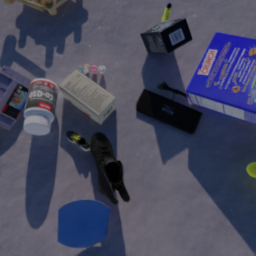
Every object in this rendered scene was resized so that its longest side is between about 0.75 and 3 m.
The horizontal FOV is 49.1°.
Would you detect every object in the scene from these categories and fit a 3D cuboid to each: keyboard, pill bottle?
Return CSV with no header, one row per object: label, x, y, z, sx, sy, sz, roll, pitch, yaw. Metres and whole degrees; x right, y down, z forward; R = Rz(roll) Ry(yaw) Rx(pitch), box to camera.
keyboard,1.420,-0.759,9.345,2.161,0.223,1.373,25,76,9
pill bottle,-2.702,-0.643,8.665,0.902,0.902,1.583,0,61,0

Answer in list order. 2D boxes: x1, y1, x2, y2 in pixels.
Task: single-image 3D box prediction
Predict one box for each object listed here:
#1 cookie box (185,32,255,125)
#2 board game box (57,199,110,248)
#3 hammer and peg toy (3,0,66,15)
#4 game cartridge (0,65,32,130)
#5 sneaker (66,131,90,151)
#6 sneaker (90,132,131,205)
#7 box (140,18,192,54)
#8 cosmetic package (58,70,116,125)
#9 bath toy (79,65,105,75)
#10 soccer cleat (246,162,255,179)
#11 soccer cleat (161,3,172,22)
cookie box,3.567,-1.521,8.631,2.763,1.038,2.364,23,79,28
board game box,-1.197,2.480,7.497,1.334,1.688,0.329,2,26,-13
hammer and peg toy,-3.259,-5.328,10.826,2.161,1.036,2.938,39,72,13
game cartridge,-3.933,-0.987,9.113,1.201,0.356,1.853,27,68,-15
sneaker,-1.557,0.339,8.774,0.956,0.405,0.356,31,70,12
sneaker,-0.539,1.052,7.976,0.703,1.221,2.342,-4,68,-22
box,1.277,-3.122,9.603,1.087,1.465,0.784,-32,114,-13
cosmetic package,-1.305,-1.000,9.150,1.713,0.747,0.885,38,73,14
bath toy,-1.247,-2.023,9.805,0.925,0.342,0.402,-1,67,1
soccer cleat,4.258,1.510,7.931,1.815,0.587,0.759,26,24,-2
soccer cleat,1.446,-4.307,10.569,0.284,0.367,0.877,15,75,16
